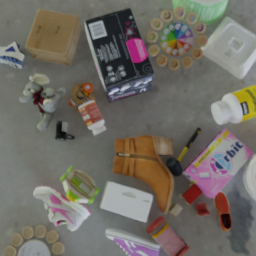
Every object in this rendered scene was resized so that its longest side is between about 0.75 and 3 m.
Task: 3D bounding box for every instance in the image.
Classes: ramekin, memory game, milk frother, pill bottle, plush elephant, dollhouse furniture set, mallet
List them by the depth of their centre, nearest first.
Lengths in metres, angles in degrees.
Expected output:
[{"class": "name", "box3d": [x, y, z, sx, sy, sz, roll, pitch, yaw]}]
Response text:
[{"class": "dollhouse furniture set", "box3d": [1.930, 3.262, 9.814, 2.473, 1.006, 1.331, -43, 80, -9]}, {"class": "memory game", "box3d": [-3.332, 4.603, 9.939, 2.239, 0.143, 2.239, 0, 77, 0]}, {"class": "mallet", "box3d": [2.119, 0.767, 10.557, 0.711, 0.444, 2.159, 45, 68, -36]}, {"class": "pill bottle", "box3d": [-1.337, -0.366, 10.659, 0.687, 0.687, 1.225, -27, 91, -6]}, {"class": "plush elephant", "box3d": [-3.375, -1.180, 10.665, 1.477, 1.571, 1.908, 24, 48, -8]}, {"class": "pill bottle", "box3d": [4.357, -0.860, 10.727, 2.131, 1.186, 1.186, -19, 77, -4]}, {"class": "milk frother", "box3d": [-2.409, 0.106, 10.782, 0.751, 0.678, 0.706, 5, 77, -10]}, {"class": "memory game", "box3d": [1.977, -3.627, 11.485, 2.561, 0.163, 2.561, 0, 96, 4]}, {"class": "ramekin", "box3d": [3.163, -5.723, 11.901, 2.384, 1.164, 2.384, 0, 76, 0]}]

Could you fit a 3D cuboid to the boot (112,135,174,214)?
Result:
[{"class": "boot", "box3d": [0.517, 1.638, 10.179, 2.204, 1.088, 2.838, 0, 79, 2]}]

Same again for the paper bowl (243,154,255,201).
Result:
[{"class": "paper bowl", "box3d": [5.239, 1.839, 10.115, 2.087, 1.085, 2.087, 0, 76, 0]}]

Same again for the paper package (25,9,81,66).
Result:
[{"class": "paper package", "box3d": [-3.045, -3.725, 11.528, 1.785, 0.969, 1.872, 12, 77, 3]}]

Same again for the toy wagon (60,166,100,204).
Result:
[{"class": "toy wagon", "box3d": [-1.728, 2.068, 9.629, 1.344, 1.732, 0.343, 40, 111, -2]}]

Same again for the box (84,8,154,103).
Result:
[{"class": "box", "box3d": [-0.357, -2.743, 10.932, 1.926, 1.673, 2.915, -17, 76, -3]}]

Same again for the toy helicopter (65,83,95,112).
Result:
[{"class": "toy helicopter", "box3d": [-1.797, -0.900, 11.045, 1.125, 0.671, 1.701, -16, 89, -11]}]

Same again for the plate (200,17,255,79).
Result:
[{"class": "plate", "box3d": [4.474, -3.453, 11.784, 2.156, 0.349, 2.161, 37, 80, 8]}]

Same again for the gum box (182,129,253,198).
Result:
[{"class": "gum box", "box3d": [3.327, 1.272, 10.406, 2.377, 0.786, 1.349, -44, 80, -10]}]

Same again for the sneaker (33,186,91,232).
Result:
[{"class": "sneaker", "box3d": [-2.485, 2.812, 9.766, 2.256, 0.918, 0.995, 21, 64, 20]}]

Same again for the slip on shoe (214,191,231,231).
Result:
[{"class": "slip on shoe", "box3d": [3.472, 3.012, 10.174, 0.531, 0.439, 1.435, -6, 75, 0]}]

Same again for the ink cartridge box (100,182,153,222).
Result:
[{"class": "ink cartridge box", "box3d": [-0.048, 2.448, 9.453, 1.506, 2.084, 0.882, 16, 77, 4]}]

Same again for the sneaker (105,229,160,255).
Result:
[{"class": "sneaker", "box3d": [0.024, 4.293, 9.736, 1.983, 0.719, 1.131, 20, 80, 5]}]

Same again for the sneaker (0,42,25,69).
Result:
[{"class": "sneaker", "box3d": [-4.995, -3.148, 11.608, 1.626, 0.657, 0.939, 21, 74, -2]}]
